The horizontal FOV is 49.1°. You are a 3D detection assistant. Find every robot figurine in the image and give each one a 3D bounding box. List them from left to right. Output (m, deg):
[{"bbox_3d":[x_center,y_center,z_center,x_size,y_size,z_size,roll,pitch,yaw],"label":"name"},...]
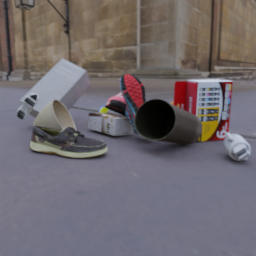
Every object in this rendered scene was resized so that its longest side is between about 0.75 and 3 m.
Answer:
[{"bbox_3d":[3.003,0.522,7.777,0.580,0.872,1.028,-32,13,12],"label":"robot figurine"}]

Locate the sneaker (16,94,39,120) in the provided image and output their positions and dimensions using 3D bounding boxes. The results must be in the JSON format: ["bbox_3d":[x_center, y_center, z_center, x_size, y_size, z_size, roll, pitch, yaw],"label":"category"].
[{"bbox_3d":[-3.109,-0.721,8.782,1.041,0.391,0.422,-42,9,26],"label":"sneaker"}]

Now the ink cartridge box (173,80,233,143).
[{"bbox_3d":[2.536,-0.598,9.699,1.809,2.060,0.864,-4,14,-16],"label":"ink cartridge box"}]

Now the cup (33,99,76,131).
[{"bbox_3d":[-2.597,-0.117,9.582,1.025,1.433,1.433,-26,10,10],"label":"cup"}]

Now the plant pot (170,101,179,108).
[{"bbox_3d":[1.939,-0.546,10.803,1.238,0.867,1.238,31,9,-6],"label":"plant pot"}]

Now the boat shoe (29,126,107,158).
[{"bbox_3d":[-1.822,0.365,8.283,2.488,0.806,0.911,3,13,14],"label":"boat shoe"}]

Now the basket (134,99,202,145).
[{"bbox_3d":[1.374,-0.096,8.707,1.804,1.227,1.627,13,-1,-43],"label":"basket"}]

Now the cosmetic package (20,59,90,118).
[{"bbox_3d":[-2.964,-1.464,11.716,1.431,2.679,1.208,31,-21,18],"label":"cosmetic package"}]

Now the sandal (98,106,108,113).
[{"bbox_3d":[-1.330,-0.930,14.670,0.452,0.413,1.039,-8,17,22],"label":"sandal"}]

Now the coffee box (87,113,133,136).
[{"bbox_3d":[-0.710,-0.163,10.764,1.646,0.656,0.941,13,10,44],"label":"coffee box"}]

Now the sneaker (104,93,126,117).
[{"bbox_3d":[-0.178,-1.169,11.595,1.073,1.263,2.912,23,2,6],"label":"sneaker"}]

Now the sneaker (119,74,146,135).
[{"bbox_3d":[0.123,-0.763,9.813,0.897,2.262,1.081,-14,-11,-32],"label":"sneaker"}]
